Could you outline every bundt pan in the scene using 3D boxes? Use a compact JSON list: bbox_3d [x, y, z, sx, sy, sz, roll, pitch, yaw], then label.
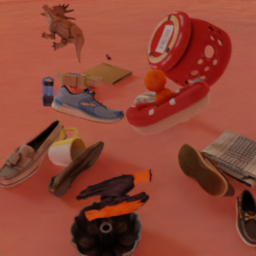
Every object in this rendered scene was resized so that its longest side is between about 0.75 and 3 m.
[{"bbox_3d":[-0.535,2.677,6.987,1.783,0.669,1.783,0,36,0],"label":"bundt pan"}]

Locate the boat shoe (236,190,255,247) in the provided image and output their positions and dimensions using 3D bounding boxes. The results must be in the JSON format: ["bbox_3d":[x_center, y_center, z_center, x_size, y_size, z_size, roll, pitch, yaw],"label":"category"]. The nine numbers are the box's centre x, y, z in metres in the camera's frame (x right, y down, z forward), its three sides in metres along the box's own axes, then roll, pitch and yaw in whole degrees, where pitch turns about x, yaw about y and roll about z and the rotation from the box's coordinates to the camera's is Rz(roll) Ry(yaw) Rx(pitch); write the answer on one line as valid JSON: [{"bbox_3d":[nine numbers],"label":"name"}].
[{"bbox_3d":[3.232,2.377,7.559,0.566,0.478,1.587,5,36,7],"label":"boat shoe"}]

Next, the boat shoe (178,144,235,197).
[{"bbox_3d":[2.440,1.344,8.875,0.871,0.873,2.420,18,16,-29],"label":"boat shoe"}]

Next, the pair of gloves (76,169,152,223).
[{"bbox_3d":[-0.236,1.430,5.652,1.481,1.663,0.206,-14,53,-9],"label":"pair of gloves"}]

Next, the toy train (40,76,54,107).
[{"bbox_3d":[-2.645,-1.190,9.260,0.443,1.023,0.584,1,16,-21],"label":"toy train"}]

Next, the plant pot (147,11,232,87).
[{"bbox_3d":[1.982,-2.700,9.802,2.161,2.373,2.373,16,28,-27],"label":"plant pot"}]

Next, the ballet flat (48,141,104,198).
[{"bbox_3d":[-1.636,1.190,8.975,0.582,0.845,2.509,26,49,19],"label":"ballet flat"}]

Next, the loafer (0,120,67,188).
[{"bbox_3d":[-3.240,0.726,9.466,1.062,0.929,2.955,19,40,24],"label":"loafer"}]

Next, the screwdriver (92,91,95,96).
[{"bbox_3d":[-2.192,-1.246,12.817,0.273,0.262,1.880,-8,21,49],"label":"screwdriver"}]

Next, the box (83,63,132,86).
[{"bbox_3d":[-1.126,-2.949,15.191,2.109,0.224,1.724,24,43,29],"label":"box"}]

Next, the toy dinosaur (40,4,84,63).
[{"bbox_3d":[-2.252,-3.634,10.245,2.477,1.063,1.679,46,33,-6],"label":"toy dinosaur"}]

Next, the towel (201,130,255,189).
[{"bbox_3d":[3.818,0.923,9.669,2.150,0.386,2.233,30,46,35],"label":"towel"}]

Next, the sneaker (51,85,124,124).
[{"bbox_3d":[-1.109,-0.701,8.204,2.115,0.951,0.829,15,3,-9],"label":"sneaker"}]

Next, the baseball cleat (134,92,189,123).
[{"bbox_3d":[1.579,-1.051,11.970,2.612,0.911,1.390,22,42,27],"label":"baseball cleat"}]

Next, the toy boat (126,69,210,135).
[{"bbox_3d":[0.920,-0.847,7.511,2.323,1.518,1.516,-27,10,22],"label":"toy boat"}]

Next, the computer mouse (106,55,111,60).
[{"bbox_3d":[-1.232,-4.410,17.307,0.232,0.135,0.793,-12,37,-14],"label":"computer mouse"}]

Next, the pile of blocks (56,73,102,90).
[{"bbox_3d":[-2.465,-2.291,13.972,2.240,0.696,0.920,8,23,-3],"label":"pile of blocks"}]

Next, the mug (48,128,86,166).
[{"bbox_3d":[-2.040,0.753,9.389,1.023,0.998,1.246,-5,40,24],"label":"mug"}]
